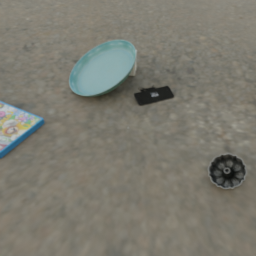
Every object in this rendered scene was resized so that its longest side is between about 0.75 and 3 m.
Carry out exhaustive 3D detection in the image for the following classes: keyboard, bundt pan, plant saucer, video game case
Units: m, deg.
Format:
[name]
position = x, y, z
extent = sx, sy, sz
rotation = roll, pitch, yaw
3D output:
[keyboard]
position = 0.904, -1.193, 10.204
extent = 1.425, 0.282, 0.742
rotation = -14, 65, -17
[bundt pan]
position = 2.523, 1.134, 7.094
extent = 0.935, 0.351, 0.935
rotation = -12, 59, 22
[plant saucer]
position = -0.924, -2.182, 10.445
extent = 2.786, 0.382, 2.786
rotation = -15, 50, 19
[video game case]
position = -4.275, -0.122, 8.866
extent = 2.607, 0.232, 1.866
rotation = 20, 45, 22

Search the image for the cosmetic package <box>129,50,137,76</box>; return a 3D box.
[cosmetic package]
position = -0.157, -2.674, 11.424
extent = 0.954, 0.799, 0.794
rotation = 4, 42, 5
